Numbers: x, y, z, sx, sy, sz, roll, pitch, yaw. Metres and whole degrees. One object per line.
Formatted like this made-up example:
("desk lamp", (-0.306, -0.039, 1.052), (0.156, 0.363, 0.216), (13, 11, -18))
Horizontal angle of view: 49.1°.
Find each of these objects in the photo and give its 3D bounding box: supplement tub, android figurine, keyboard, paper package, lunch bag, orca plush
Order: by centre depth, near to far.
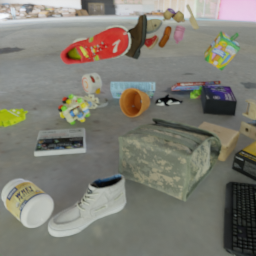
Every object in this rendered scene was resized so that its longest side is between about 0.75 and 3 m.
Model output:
("keyboard", (3.288, 2.256, 7.029), (1.657, 0.269, 2.608), (9, 30, 16))
("supplement tub", (-2.573, 1.867, 7.097), (1.200, 0.867, 0.867), (22, 35, 36))
("lunch bag", (1.396, 0.668, 8.630), (2.280, 1.634, 2.780), (16, 25, 31))
("paper package", (3.044, 0.458, 9.968), (1.349, 0.698, 1.286), (20, 34, 32))
("android figurine", (-5.173, -0.471, 12.156), (1.453, 0.328, 1.596), (23, 37, 37))
("orca plush", (2.007, -1.390, 13.726), (1.325, 0.471, 0.697), (4, 28, 8))

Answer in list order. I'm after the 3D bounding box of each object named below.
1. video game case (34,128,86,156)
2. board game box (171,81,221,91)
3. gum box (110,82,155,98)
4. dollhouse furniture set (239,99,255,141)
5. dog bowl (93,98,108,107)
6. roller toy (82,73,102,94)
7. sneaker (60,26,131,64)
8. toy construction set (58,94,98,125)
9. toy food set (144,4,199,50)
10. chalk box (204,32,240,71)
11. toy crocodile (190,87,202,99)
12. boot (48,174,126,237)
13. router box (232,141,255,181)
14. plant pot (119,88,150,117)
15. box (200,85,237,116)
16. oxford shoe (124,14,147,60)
("video game case", (-2.487, 0.501, 10.429), (1.765, 0.206, 1.604), (-3, 27, -8))
("board game box", (3.613, -2.265, 15.077), (2.332, 0.227, 1.200), (-3, -3, -7))
("gum box", (0.230, -1.823, 13.661), (2.057, 0.458, 1.747), (1, -5, 2))
("dollhouse furniture set", (5.104, -0.357, 10.755), (0.987, 1.401, 0.982), (-15, 31, -27))
("dog bowl", (-1.365, -1.239, 13.704), (0.780, 0.229, 0.780), (0, 27, 0))
("roller toy", (-1.917, -2.401, 15.041), (0.793, 1.035, 1.135), (-19, 33, -31))
("sneaker", (-1.244, -2.835, 10.258), (2.947, 1.135, 1.251), (-8, 25, 33))
("toy construction set", (-2.175, -0.974, 12.272), (1.552, 1.090, 2.367), (-19, 16, 15))
("toy food set", (1.681, -4.448, 12.673), (2.706, 1.720, 0.426), (-24, -9, 19))
("chalk box", (3.319, -2.772, 9.705), (0.762, 1.230, 0.768), (29, 35, -7))
("toy crocodile", (3.624, -1.804, 14.611), (0.475, 0.434, 1.406), (-24, 9, 39))
("boot", (-1.011, 1.825, 7.008), (2.135, 1.020, 0.785), (-18, 33, -31))
("router box", (4.751, 1.204, 8.616), (1.835, 0.609, 2.333), (-22, 35, -35))
("plant pot", (0.385, -1.162, 12.580), (1.277, 1.277, 0.894), (21, 21, 35))
("box", (4.250, -1.346, 13.350), (1.402, 0.784, 1.987), (2, 28, 9))
("oxford shoe", (0.222, -4.119, 12.821), (1.098, 2.600, 0.945), (9, 61, -10))
